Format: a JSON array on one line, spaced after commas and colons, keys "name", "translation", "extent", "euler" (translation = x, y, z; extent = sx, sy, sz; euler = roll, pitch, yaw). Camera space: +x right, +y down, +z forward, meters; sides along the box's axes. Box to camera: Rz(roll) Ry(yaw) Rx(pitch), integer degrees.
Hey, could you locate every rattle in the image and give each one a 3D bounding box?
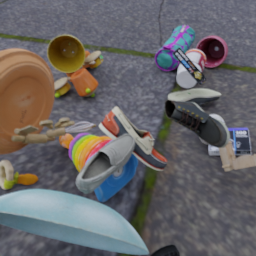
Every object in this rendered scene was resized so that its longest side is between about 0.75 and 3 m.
[{"name": "rattle", "translation": [-2.953, 1.083, 7.136], "extent": [0.815, 0.743, 1.140], "euler": [-21, 19, -36]}]

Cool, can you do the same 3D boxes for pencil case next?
[{"name": "pencil case", "translation": [1.924, -3.271, 11.327], "extent": [1.026, 1.115, 2.412], "euler": [17, 46, 17]}]

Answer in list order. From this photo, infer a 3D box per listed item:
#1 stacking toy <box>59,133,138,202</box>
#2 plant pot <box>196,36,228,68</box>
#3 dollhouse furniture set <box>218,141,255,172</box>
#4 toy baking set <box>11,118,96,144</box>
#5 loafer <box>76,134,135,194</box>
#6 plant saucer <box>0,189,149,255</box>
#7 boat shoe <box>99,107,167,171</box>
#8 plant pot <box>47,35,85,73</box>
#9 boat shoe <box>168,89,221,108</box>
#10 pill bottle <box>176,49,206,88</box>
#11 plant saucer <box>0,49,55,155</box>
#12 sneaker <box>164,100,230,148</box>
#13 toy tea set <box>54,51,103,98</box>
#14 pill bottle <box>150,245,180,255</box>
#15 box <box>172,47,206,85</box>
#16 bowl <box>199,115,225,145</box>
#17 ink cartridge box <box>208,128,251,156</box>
[{"name": "stacking toy", "translation": [-1.029, 0.647, 7.188], "extent": [1.320, 1.396, 2.405], "euler": [-38, 41, -29]}, {"name": "plant pot", "translation": [3.437, -3.089, 11.196], "extent": [1.195, 1.195, 1.069], "euler": [24, 33, 24]}, {"name": "dollhouse furniture set", "translation": [2.822, 0.516, 6.387], "extent": [0.801, 1.546, 0.684], "euler": [-2, 76, -45]}, {"name": "toy baking set", "translation": [-1.706, 0.112, 6.725], "extent": [1.535, 2.000, 0.233], "euler": [-17, 79, 26]}, {"name": "loafer", "translation": [-0.365, 0.595, 5.220], "extent": [0.522, 0.521, 1.493], "euler": [35, 57, 14]}, {"name": "plant saucer", "translation": [-1.028, 1.564, 4.762], "extent": [2.882, 2.882, 0.555], "euler": [8, 63, 8]}, {"name": "boat shoe", "translation": [0.229, 0.278, 6.116], "extent": [1.832, 0.573, 0.652], "euler": [38, 8, -17]}, {"name": "plant pot", "translation": [-2.102, -2.651, 9.715], "extent": [1.262, 1.262, 0.896], "euler": [-4, 28, -4]}, {"name": "boat shoe", "translation": [2.119, -0.863, 9.077], "extent": [1.943, 0.657, 0.698], "euler": [-13, 32, -22]}, {"name": "pill bottle", "translation": [2.309, -2.175, 10.312], "extent": [0.869, 0.869, 1.587], "euler": [14, 45, 15]}, {"name": "plant saucer", "translation": [-2.593, -0.550, 6.591], "extent": [0.408, 2.528, 2.528], "euler": [21, 47, 22]}, {"name": "sneaker", "translation": [1.209, -0.076, 5.172], "extent": [0.705, 0.497, 1.328], "euler": [6, 28, -33]}, {"name": "toy tea set", "translation": [-1.537, -1.892, 10.216], "extent": [1.604, 0.998, 2.697], "euler": [-11, 37, 34]}, {"name": "pill bottle", "translation": [0.928, 2.874, 4.829], "extent": [0.845, 0.845, 1.511], "euler": [-17, 45, -17]}, {"name": "box", "translation": [1.882, -1.845, 8.523], "extent": [1.210, 0.278, 0.962], "euler": [51, 16, 7]}, {"name": "bowl", "translation": [2.168, -0.002, 7.681], "extent": [0.404, 0.861, 0.861], "euler": [18, 28, -40]}, {"name": "ink cartridge box", "translation": [2.842, 0.314, 7.906], "extent": [1.095, 0.240, 1.105], "euler": [-3, 40, 18]}]
